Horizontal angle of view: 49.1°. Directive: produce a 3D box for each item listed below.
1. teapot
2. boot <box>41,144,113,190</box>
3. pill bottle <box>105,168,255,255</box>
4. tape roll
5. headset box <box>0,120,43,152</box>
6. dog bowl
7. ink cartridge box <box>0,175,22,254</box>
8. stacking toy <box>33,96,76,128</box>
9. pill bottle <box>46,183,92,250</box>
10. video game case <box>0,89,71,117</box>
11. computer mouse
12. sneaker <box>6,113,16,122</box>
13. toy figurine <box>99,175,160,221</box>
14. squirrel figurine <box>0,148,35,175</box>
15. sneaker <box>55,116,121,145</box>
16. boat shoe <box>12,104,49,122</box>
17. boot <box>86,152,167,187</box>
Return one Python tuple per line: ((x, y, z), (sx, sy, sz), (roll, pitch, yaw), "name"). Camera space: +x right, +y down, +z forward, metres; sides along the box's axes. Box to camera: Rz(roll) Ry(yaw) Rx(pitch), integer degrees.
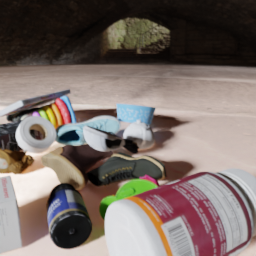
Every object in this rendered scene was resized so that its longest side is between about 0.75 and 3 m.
((0.412, 0.185, 10.486), (1.299, 0.949, 1.282), (13, 21, 33), "teapot")
((-1.243, 0.932, 8.240), (1.964, 0.854, 2.362), (-14, 20, -36), "boot")
((1.099, 1.633, 4.838), (2.696, 1.539, 1.539), (-11, 20, -31), "pill bottle")
((-3.212, 0.242, 9.781), (1.297, 1.297, 0.454), (-18, -15, -44), "tape roll")
((-4.130, 0.271, 10.505), (1.484, 0.770, 1.994), (16, 23, 42), "headset box")
((0.307, -0.571, 12.164), (1.636, 0.728, 2.936), (6, 3, 1), "dog bowl")
((-2.876, 1.728, 5.285), (1.504, 1.088, 1.107), (-8, 19, -25), "ink cartridge box")
((-3.615, -0.374, 12.082), (2.505, 1.375, 1.454), (-23, 12, -30), "stacking toy")
((-1.262, 1.731, 5.780), (0.797, 0.797, 1.424), (-6, 18, -19), "pill bottle")
((-4.220, -1.118, 12.566), (2.044, 0.257, 2.854), (-16, 8, 33), "video game case")
((-0.672, 0.446, 8.980), (1.471, 0.588, 2.682), (23, 1, 23), "computer mouse")
((-5.242, -0.586, 13.689), (0.764, 0.510, 1.334), (3, 11, 32), "sneaker")
((0.224, 1.592, 6.404), (1.469, 1.103, 1.352), (-15, 1, 13), "toy figurine")
((-3.370, 1.022, 8.528), (1.039, 0.735, 0.970), (19, 11, 13), "squirrel figurine")
((-1.500, 0.241, 10.518), (2.581, 0.954, 1.058), (-12, 21, -4), "sneaker")
((-4.017, -0.656, 13.118), (0.927, 0.985, 2.742), (15, 25, 35), "boat shoe")
((-0.101, 1.294, 7.551), (1.977, 0.766, 1.367), (0, 18, 44), "boot")
